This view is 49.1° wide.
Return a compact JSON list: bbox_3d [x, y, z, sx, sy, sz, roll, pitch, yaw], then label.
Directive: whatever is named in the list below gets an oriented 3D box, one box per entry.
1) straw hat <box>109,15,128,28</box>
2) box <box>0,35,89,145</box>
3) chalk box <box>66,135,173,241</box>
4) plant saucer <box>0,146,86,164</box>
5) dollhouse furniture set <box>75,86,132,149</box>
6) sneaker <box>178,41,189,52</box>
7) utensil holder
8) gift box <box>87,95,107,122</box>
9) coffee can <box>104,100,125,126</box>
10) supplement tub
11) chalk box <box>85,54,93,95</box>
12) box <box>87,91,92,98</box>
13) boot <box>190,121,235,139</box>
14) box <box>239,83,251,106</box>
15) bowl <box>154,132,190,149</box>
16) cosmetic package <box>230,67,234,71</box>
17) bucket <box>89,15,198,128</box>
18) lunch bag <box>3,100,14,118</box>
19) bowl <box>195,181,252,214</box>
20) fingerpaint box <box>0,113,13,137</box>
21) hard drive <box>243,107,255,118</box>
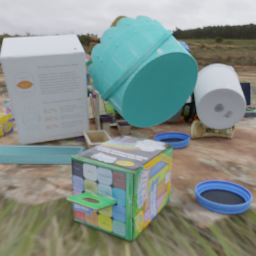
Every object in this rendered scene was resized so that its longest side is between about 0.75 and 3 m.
[{"bbox_3d":[0.067,-3.434,12.007,1.058,2.500,2.500,-9,17,-37],"label":"straw hat"},{"bbox_3d":[-2.403,-1.157,8.483,2.152,2.826,1.503,-8,37,-15],"label":"box"},{"bbox_3d":[-0.164,0.974,4.673,1.182,1.176,1.899,10,18,30],"label":"chalk box"},{"bbox_3d":[-2.518,0.708,7.593,2.751,0.261,0.962,1,15,1],"label":"plant saucer"},{"bbox_3d":[-0.601,-0.353,8.651,1.961,1.757,2.475,-4,15,-15],"label":"dollhouse furniture set"},{"bbox_3d":[1.720,-3.347,11.491,1.334,0.962,2.540,-29,-22,10],"label":"sneaker"},{"bbox_3d":[2.913,-1.030,9.114,1.547,1.547,1.821,3,32,11],"label":"utensil holder"},{"bbox_3d":[-1.179,-0.832,11.696,0.999,1.011,1.083,-10,2,20],"label":"gift box"},{"bbox_3d":[-0.245,-1.197,10.917,1.455,1.988,1.455,-13,6,1],"label":"coffee can"},{"bbox_3d":[2.788,-1.107,11.654,2.793,1.711,1.711,-1,14,-5],"label":"supplement tub"},{"bbox_3d":[-2.724,-2.517,12.419,1.705,2.731,1.693,30,46,11],"label":"chalk box"},{"bbox_3d":[-2.869,-1.810,16.253,1.395,0.867,1.406,0,14,4],"label":"box"},{"bbox_3d":[2.857,0.089,9.423,1.209,0.566,1.556,10,14,34],"label":"boot"},{"bbox_3d":[4.855,-1.640,14.313,2.223,1.160,1.645,-1,1,-5],"label":"box"},{"bbox_3d":[1.368,0.390,8.749,1.106,0.217,1.106,-4,15,1],"label":"bowl"},{"bbox_3d":[4.072,-2.239,12.163,0.796,0.793,0.489,12,2,37],"label":"cosmetic package"},{"bbox_3d":[0.458,-1.544,8.151,2.917,2.917,1.898,-9,44,-32],"label":"bucket"},{"bbox_3d":[-4.413,-0.903,12.393,1.573,1.000,1.334,-3,13,25],"label":"lunch bag"},{"bbox_3d":[1.789,1.302,5.315,1.022,0.201,1.022,0,15,0],"label":"bowl"},{"bbox_3d":[-5.180,-0.010,9.354,1.720,0.756,2.061,2,14,9],"label":"fingerpaint box"},{"bbox_3d":[5.727,-0.751,13.252,1.012,0.274,1.448,0,14,1],"label":"hard drive"}]
